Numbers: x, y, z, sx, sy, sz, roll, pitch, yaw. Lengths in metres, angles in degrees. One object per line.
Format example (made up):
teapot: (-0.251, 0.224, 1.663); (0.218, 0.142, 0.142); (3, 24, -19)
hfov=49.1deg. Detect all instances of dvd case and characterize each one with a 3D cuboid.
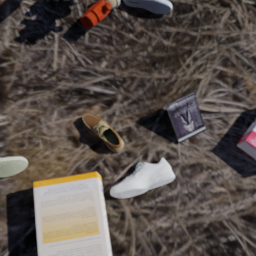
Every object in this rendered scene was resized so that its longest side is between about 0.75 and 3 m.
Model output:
dvd case: (1.756, -0.288, 8.449); (0.959, 0.103, 1.290); (-26, 111, -7)

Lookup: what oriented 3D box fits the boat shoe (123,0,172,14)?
boat shoe: (0.713, -4.499, 9.795); (1.759, 0.633, 0.546); (17, 73, 8)

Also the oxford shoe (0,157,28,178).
oxford shoe: (-3.921, 1.137, 8.187); (1.907, 0.717, 0.551); (-14, 37, -6)

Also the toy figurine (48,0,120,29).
toy figurine: (-1.469, -4.829, 8.944); (2.475, 2.514, 1.749); (32, 67, 11)

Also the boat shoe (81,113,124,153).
boat shoe: (-0.745, 0.079, 8.479); (1.581, 0.584, 0.598); (38, 77, 10)

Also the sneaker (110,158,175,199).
sneaker: (0.329, 1.425, 8.124); (1.904, 0.717, 0.843); (-16, 63, -12)

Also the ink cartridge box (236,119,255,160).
ink cartridge box: (4.362, 0.192, 8.363); (1.280, 0.746, 1.768); (39, 78, 10)

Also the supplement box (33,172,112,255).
supplement box: (-1.436, 2.731, 7.476); (1.762, 1.028, 2.796); (-9, 74, -2)
